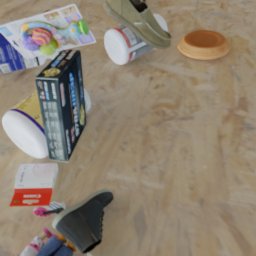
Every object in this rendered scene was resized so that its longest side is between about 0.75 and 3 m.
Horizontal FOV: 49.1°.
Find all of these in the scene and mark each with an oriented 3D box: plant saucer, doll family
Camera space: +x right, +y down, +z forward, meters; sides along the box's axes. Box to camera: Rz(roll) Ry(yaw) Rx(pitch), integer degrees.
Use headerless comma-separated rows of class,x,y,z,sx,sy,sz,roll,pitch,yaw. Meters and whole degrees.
plant saucer,3.361,-3.784,12.453,2.260,0.423,2.260,-3,43,3
doll family,-1.565,3.146,5.642,2.719,1.225,1.688,25,52,22

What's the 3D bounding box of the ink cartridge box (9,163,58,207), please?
ink cartridge box,-2.550,1.510,7.626,1.069,0.375,1.315,-1,32,-1

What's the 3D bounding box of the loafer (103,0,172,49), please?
loafer,0.447,-3.201,8.348,2.427,0.819,0.923,22,39,-28

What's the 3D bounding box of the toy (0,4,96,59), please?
toy,-2.507,-2.724,8.656,2.657,1.530,0.627,-12,60,14

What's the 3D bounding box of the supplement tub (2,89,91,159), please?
supplement tub,-2.404,-0.389,8.603,1.683,1.683,2.315,24,51,21

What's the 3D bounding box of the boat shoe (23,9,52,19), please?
boat shoe,-3.988,-5.401,13.834,0.910,0.800,2.556,35,55,30

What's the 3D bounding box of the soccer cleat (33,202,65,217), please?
soccer cleat,-2.041,2.094,7.307,0.805,0.281,0.348,-2,35,-7

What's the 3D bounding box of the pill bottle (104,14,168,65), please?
pill bottle,0.382,-3.824,11.909,2.560,1.483,1.483,-33,55,-27

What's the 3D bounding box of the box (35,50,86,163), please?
box,-1.140,-0.423,5.080,0.378,1.641,1.304,5,34,6

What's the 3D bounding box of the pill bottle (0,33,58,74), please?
pill bottle,-4.245,-3.153,11.262,2.642,1.529,1.529,-16,49,-15

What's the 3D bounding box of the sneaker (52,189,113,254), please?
sneaker,-0.792,2.207,6.661,1.013,0.713,1.907,41,30,20

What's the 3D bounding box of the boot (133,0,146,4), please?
boot,-0.648,-6.957,15.193,2.669,1.034,1.846,30,59,26
